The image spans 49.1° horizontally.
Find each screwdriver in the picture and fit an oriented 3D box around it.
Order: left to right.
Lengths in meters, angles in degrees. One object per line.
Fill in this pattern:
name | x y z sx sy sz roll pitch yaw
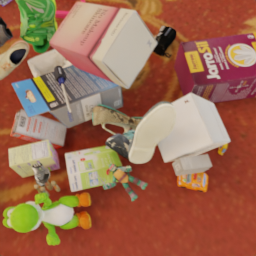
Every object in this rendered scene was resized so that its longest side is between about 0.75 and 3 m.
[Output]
screwdriver | -1.416 -0.866 5.979 0.281 0.270 1.933 24 24 -29

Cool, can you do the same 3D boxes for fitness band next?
fitness band | -2.542 -4.875 11.092 1.707 0.319 1.226 5 68 3

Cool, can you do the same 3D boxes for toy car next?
toy car | 2.189 0.994 8.219 0.932 0.632 1.900 28 69 12

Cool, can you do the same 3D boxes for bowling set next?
bowling set | -2.333 1.667 7.640 0.834 0.447 0.580 1 38 33

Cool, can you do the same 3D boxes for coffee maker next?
coffee maker | 1.350 -3.109 10.163 0.920 0.645 0.958 40 71 -8

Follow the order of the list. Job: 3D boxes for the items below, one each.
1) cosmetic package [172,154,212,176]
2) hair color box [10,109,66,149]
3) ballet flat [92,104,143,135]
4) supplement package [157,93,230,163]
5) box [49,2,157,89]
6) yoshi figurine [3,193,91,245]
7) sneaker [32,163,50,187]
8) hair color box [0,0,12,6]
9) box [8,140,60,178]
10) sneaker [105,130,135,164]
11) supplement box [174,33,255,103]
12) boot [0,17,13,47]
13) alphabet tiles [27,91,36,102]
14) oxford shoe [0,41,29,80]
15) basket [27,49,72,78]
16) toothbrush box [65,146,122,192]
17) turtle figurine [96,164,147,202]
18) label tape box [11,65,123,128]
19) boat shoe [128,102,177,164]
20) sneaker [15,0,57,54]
cosmetic package | 1.453 0.843 6.353 0.769 0.411 0.347 -6 64 -24
hair color box | -2.607 0.065 8.290 1.467 0.449 0.745 23 62 -35
ballet flat | -0.040 -0.073 8.125 2.138 0.725 0.805 12 82 -21
supplement package | 1.658 0.049 7.337 1.275 2.173 1.271 -26 75 26
box | -0.723 -2.306 7.631 2.401 1.308 1.535 27 83 39
yoshi figurine | -2.014 2.224 7.063 2.153 1.205 1.210 -1 43 -19
sneaker | -2.075 1.246 6.790 0.342 0.526 0.910 -13 23 -24
hair color box | -5.244 -5.475 11.309 1.173 0.380 0.641 37 70 17
box | -2.670 0.900 8.035 1.134 0.997 0.548 -13 63 -5
sneaker | -0.009 0.363 7.715 0.773 1.993 0.860 26 81 16
supplement box | 3.061 -1.888 9.117 2.668 1.377 1.747 -9 66 -4
boot | -4.406 -3.015 8.553 2.053 0.716 1.351 46 102 10
alphabet tiles | -3.096 -0.942 9.097 0.785 0.057 0.767 -29 61 24
oxford shoe | -3.120 -1.666 7.185 1.413 0.500 0.521 -45 34 7
basket | -2.548 -1.978 9.472 1.311 0.809 0.889 -26 68 -11
toothbrush box | -0.965 1.090 7.789 1.424 0.613 1.037 -11 30 -11
turtle figurine | -0.147 1.228 6.929 1.170 0.589 0.876 39 112 -2
label tape box | -1.818 -0.985 8.461 2.723 0.862 1.963 -23 45 -19
boat shoe | 0.436 0.035 6.056 0.720 1.979 0.611 8 50 -14
sneaker | -2.829 -3.281 8.773 1.107 2.988 1.248 10 77 -1
